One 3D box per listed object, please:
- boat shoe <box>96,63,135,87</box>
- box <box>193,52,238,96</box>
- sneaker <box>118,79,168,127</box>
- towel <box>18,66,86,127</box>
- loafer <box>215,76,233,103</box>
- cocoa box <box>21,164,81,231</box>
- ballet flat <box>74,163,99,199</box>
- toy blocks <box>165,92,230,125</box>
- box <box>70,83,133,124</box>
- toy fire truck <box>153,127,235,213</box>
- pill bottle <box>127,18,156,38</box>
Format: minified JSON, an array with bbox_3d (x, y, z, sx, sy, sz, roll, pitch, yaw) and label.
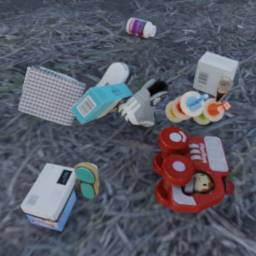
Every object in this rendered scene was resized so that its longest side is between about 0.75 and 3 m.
[{"bbox_3d":[-0.747,-1.346,10.420,0.929,2.741,0.983,-14,63,-51],"label":"boat shoe"},{"bbox_3d":[3.680,-2.237,11.896,1.420,1.412,0.928,26,51,23],"label":"box"},{"bbox_3d":[0.836,-0.889,9.680,1.060,1.631,2.825,48,16,9],"label":"sneaker"},{"bbox_3d":[-2.465,-0.999,8.960,1.855,1.536,0.794,17,16,-16],"label":"towel"},{"bbox_3d":[3.117,-1.233,9.239,0.456,1.269,0.399,25,75,16],"label":"loafer"},{"bbox_3d":[-2.069,1.914,7.818,0.980,0.965,1.470,10,47,12],"label":"cocoa box"},{"bbox_3d":[-0.908,1.092,6.404,0.534,1.557,0.491,16,54,7],"label":"ballet flat"},{"bbox_3d":[2.551,-0.695,9.610,1.951,2.341,0.850,3,84,-10],"label":"toy blocks"},{"bbox_3d":[-0.715,-0.795,8.485,0.561,0.939,2.282,52,25,4],"label":"box"},{"bbox_3d":[1.984,1.240,8.438,2.261,1.510,2.692,4,45,-3],"label":"toy fire truck"},{"bbox_3d":[0.730,-5.476,15.438,1.506,0.847,0.847,22,50,20],"label":"pill bottle"}]
